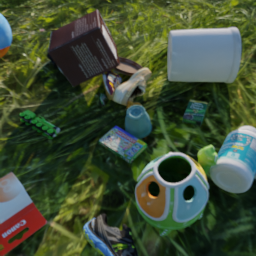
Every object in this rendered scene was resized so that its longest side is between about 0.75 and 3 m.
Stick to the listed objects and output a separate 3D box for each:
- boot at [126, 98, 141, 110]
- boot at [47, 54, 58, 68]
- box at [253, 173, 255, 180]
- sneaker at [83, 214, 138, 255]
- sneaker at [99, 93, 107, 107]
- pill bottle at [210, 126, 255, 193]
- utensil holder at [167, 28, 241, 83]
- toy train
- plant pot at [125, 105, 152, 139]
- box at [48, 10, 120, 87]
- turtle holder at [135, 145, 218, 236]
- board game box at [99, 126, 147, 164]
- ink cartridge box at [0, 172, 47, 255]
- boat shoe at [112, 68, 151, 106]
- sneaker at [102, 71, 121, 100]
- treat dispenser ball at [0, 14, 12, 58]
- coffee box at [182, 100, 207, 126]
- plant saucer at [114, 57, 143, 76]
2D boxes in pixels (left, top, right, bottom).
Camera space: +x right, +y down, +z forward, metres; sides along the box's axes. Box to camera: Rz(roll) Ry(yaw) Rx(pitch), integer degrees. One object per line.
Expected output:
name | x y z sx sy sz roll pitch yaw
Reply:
boot | 0.234 -0.813 11.443 0.280 0.797 0.571 -12 54 43
boot | -3.382 -3.625 14.193 1.290 0.493 1.084 -24 54 -13
box | 5.571 1.668 8.975 1.877 0.519 2.342 -33 54 -28
sneaker | -0.130 3.121 7.295 2.437 0.864 1.010 32 60 31
sneaker | -1.065 -1.215 11.953 0.351 0.321 0.823 -5 45 -5
pill bottle | 3.652 0.922 9.190 1.263 1.263 2.280 24 49 22
utensil holder | 3.237 -3.207 12.514 2.807 2.385 2.385 1 45 4
toy train | -3.443 -0.160 10.887 1.952 0.407 0.550 27 41 24
plant pot | 0.333 -0.281 10.467 1.035 0.972 1.035 -5 52 6
box | -1.927 -3.544 12.501 2.436 2.021 2.000 -21 43 11
turtle holder | 1.507 1.655 7.989 2.655 1.886 2.018 -8 46 -5
board game box | -0.204 0.591 10.251 1.478 0.215 0.995 29 53 26
ink cartridge box | -3.657 2.484 8.188 1.687 0.522 2.081 -33 52 -28
boat shoe | 0.347 -1.721 12.150 0.845 0.900 2.442 35 58 18
sneaker | -0.668 -1.995 12.451 0.841 0.699 1.866 -13 47 -4
treat dispenser ball | -7.104 -4.575 13.649 2.638 2.638 2.638 0 45 0
coffee box | 2.726 -0.631 11.377 0.771 0.276 1.254 14 46 20
plant saucer | -0.116 -2.907 13.355 1.712 0.275 1.712 14 34 -9
